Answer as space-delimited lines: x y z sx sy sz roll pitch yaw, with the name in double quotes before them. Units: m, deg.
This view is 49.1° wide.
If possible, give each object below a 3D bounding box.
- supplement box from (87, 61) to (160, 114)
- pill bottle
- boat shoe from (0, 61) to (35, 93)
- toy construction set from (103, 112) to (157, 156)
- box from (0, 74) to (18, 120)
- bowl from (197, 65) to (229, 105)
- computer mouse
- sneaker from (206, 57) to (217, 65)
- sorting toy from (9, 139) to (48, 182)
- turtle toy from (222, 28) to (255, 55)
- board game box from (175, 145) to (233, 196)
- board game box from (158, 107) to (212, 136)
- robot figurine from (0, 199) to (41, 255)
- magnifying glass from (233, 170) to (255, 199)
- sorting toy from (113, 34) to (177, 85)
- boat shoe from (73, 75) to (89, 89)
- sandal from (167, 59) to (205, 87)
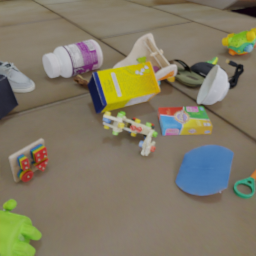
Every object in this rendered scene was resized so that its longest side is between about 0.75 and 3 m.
"supplement box" -0.197 -1.551 10.806 2.364 1.287 1.295 -15 84 -20
"pill bottle" -2.639 -3.234 13.351 2.593 1.456 1.456 -24 43 -30
"boat shoe" -5.457 -2.424 12.432 2.805 0.999 0.979 22 42 11
"toy construction set" 0.181 0.074 9.231 1.987 0.915 1.303 35 13 18
"box" -5.840 -0.947 10.043 2.420 1.445 2.461 18 49 22
"bowl" 3.487 -1.584 11.193 0.762 1.695 1.695 24 39 -1
"computer mouse" 4.178 -2.861 13.235 2.482 0.571 1.743 26 61 30
"sneaker" 4.152 -3.263 14.180 0.564 0.500 1.350 23 43 22
"sorting toy" -2.749 1.006 7.999 0.370 1.056 1.063 34 48 25
"turtle toy" 6.382 -4.731 15.536 1.726 1.197 2.368 -1 26 41
"board game box" 2.241 1.280 8.103 1.463 0.361 1.852 -3 41 33
"board game box" 2.040 -0.270 10.280 1.739 0.351 1.330 -2 37 -3
"robot figurine" -2.841 2.362 6.216 1.671 0.966 1.466 10 58 10
"magnifying glass" 3.495 1.540 8.021 0.542 0.153 1.362 30 45 34
"sorting toy" 0.577 -2.634 12.733 2.452 1.455 2.723 -23 51 -2
"boat shoe" -2.040 -1.997 12.571 1.066 0.384 0.360 36 59 28
"sandal" 2.423 -2.776 13.214 1.172 0.842 2.952 -29 44 -33
